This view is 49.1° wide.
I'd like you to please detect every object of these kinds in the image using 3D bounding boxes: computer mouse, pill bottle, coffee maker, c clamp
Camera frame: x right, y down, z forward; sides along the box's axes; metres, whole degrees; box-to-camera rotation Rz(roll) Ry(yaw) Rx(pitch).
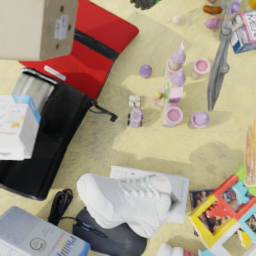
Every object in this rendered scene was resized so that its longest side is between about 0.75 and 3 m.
[{"bbox_3d":[-1.077,3.153,7.612,2.945,0.678,2.068,26,81,4],"label":"computer mouse"},{"bbox_3d":[1.517,3.740,7.420,1.557,0.874,0.874,27,82,4],"label":"pill bottle"},{"bbox_3d":[-2.154,0.323,7.406,2.848,1.997,2.965,23,83,3],"label":"coffee maker"},{"bbox_3d":[1.781,-1.225,5.310,0.263,1.938,1.656,14,73,19],"label":"c clamp"}]

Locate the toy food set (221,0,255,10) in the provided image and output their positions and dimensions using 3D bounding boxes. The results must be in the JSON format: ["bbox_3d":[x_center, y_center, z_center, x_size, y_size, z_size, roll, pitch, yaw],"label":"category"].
[{"bbox_3d":[3.112,-4.587,8.565,2.718,1.223,1.298,14,81,2],"label":"toy food set"}]

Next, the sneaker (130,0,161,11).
[{"bbox_3d":[0.177,-3.545,5.400,0.967,0.885,2.269,-43,125,-31],"label":"sneaker"}]

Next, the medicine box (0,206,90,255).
[{"bbox_3d":[-2.442,3.475,6.917,2.290,1.179,2.086,26,109,3],"label":"medicine box"}]

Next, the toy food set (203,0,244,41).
[{"bbox_3d":[2.741,-3.694,8.572,0.298,1.204,1.895,-3,68,-37],"label":"toy food set"}]

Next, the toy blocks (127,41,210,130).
[{"bbox_3d":[1.144,-1.039,7.673,2.224,1.872,2.078,4,81,1],"label":"toy blocks"}]

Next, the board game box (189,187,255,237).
[{"bbox_3d":[2.740,2.335,7.919,1.839,0.318,1.246,-5,81,-1],"label":"board game box"}]

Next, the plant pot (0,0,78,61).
[{"bbox_3d":[-2.031,-2.224,5.676,1.545,1.745,1.743,22,117,14],"label":"plant pot"}]

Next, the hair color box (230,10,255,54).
[{"bbox_3d":[4.226,-3.108,8.630,2.108,0.638,1.054,-15,81,-2],"label":"hair color box"}]

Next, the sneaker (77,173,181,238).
[{"bbox_3d":[0.139,1.214,5.243,1.258,2.533,0.987,-41,50,12],"label":"sneaker"}]

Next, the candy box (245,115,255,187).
[{"bbox_3d":[3.161,0.380,5.841,0.781,2.825,1.631,3,77,10],"label":"candy box"}]

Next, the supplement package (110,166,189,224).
[{"bbox_3d":[0.480,1.748,7.579,2.016,1.183,1.179,9,81,1],"label":"supplement package"}]

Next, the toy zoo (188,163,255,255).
[{"bbox_3d":[2.984,2.456,7.581,2.877,0.294,1.887,-40,83,-7],"label":"toy zoo"}]

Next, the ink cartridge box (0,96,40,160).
[{"bbox_3d":[-1.655,0.027,3.977,0.546,0.532,0.850,0,54,0],"label":"ink cartridge box"}]

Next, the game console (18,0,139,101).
[{"bbox_3d":[-1.563,-2.602,8.738,2.896,1.719,2.496,30,113,5],"label":"game console"}]
